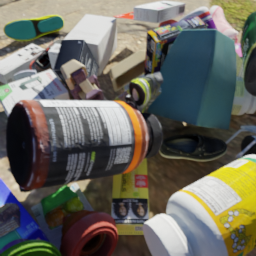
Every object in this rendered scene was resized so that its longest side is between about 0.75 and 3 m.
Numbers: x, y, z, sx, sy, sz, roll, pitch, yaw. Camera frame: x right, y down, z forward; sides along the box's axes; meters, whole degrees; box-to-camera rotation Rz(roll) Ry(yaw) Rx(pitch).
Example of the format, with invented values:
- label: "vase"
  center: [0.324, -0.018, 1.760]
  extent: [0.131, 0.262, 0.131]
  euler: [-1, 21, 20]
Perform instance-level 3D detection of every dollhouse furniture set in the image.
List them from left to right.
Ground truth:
- label: "dollhouse furniture set"
  center: [-0.025, -1.122, 7.733]
  extent: [2.747, 2.177, 1.950]
  euler: [-33, 71, -9]

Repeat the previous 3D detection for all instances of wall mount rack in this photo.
- label: "wall mount rack"
  center: [3.219, 0.329, 7.161]
  extent: [1.424, 0.611, 1.639]
  euler: [-3, 8, -6]

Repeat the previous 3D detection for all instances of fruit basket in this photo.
- label: "fruit basket"
  center: [-1.312, 1.930, 6.022]
  extent: [1.116, 0.565, 1.205]
  euler: [-29, 69, -23]

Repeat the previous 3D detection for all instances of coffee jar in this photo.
- label: "coffee jar"
  center: [3.815, -2.090, 7.760]
  extent: [1.197, 1.463, 2.806]
  euler: [8, 42, 12]

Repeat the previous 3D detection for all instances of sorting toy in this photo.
- label: "sorting toy"
  center: [-1.369, 2.206, 5.028]
  extent: [2.417, 1.452, 0.992]
  euler: [-7, 24, -36]

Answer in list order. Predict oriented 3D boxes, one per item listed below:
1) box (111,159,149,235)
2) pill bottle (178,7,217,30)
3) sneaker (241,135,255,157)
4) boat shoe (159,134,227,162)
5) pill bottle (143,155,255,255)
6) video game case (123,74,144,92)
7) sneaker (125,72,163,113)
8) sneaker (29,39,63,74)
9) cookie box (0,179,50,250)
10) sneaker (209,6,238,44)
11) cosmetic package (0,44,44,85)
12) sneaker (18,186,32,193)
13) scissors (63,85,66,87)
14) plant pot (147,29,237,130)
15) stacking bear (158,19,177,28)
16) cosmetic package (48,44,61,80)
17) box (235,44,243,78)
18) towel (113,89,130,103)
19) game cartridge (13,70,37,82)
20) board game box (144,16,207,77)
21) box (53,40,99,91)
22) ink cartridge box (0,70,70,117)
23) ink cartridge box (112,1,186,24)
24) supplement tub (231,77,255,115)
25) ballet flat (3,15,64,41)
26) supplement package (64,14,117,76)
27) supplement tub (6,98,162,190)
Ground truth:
- label: "box"
  center: [0.055, 1.305, 6.504]
  extent: [0.842, 0.561, 2.237]
  euler: [1, 46, 1]
- label: "pill bottle"
  center: [2.584, -2.960, 9.621]
  extent: [1.149, 1.149, 2.044]
  euler: [-31, 98, -27]
- label: "sneaker"
  center: [3.769, 0.988, 6.814]
  extent: [1.220, 0.800, 2.120]
  euler: [-12, 54, -23]
- label: "boat shoe"
  center: [1.653, 0.427, 7.047]
  extent: [1.728, 0.573, 0.646]
  euler: [3, 59, 6]
- label: "pill bottle"
  center: [1.726, 1.723, 5.384]
  extent: [2.739, 1.545, 1.545]
  euler: [-22, 50, -19]
- label: "video game case"
  center: [0.616, -1.623, 9.472]
  extent: [1.642, 0.373, 1.488]
  euler: [-4, 48, -6]
- label: "sneaker"
  center: [0.413, -0.745, 6.682]
  extent: [0.726, 1.794, 0.663]
  euler: [-30, 84, -13]
- label: "sneaker"
  center: [-2.695, -2.594, 10.013]
  extent: [0.739, 0.786, 1.919]
  euler: [41, 57, -18]
- label: "cookie box"
  center: [-2.941, 2.055, 5.436]
  extent: [1.900, 0.835, 2.222]
  euler: [-35, 48, -29]
- label: "sneaker"
  center: [3.636, -3.756, 11.113]
  extent: [1.540, 1.109, 2.946]
  euler: [21, 52, 16]
- label: "cosmetic package"
  center: [-3.899, -2.333, 10.112]
  extent: [0.800, 0.491, 1.939]
  euler: [26, 51, 24]
- label: "sneaker"
  center: [-1.624, 0.829, 6.292]
  extent: [0.903, 0.756, 2.041]
  euler: [10, 20, 11]
- label: "scissors"
  center: [-2.292, -1.423, 9.503]
  extent: [1.223, 0.085, 0.448]
  euler: [-34, 54, -27]
- label: "plant pot"
  center: [1.777, -1.258, 7.197]
  extent: [1.598, 2.261, 1.598]
  euler: [4, 10, -45]
- label: "stacking bear"
  center: [1.310, -3.062, 10.450]
  extent: [1.077, 1.150, 1.894]
  euler: [37, 59, -19]
- label: "cosmetic package"
  center: [-2.349, -2.237, 9.583]
  extent: [0.390, 1.094, 0.555]
  euler: [10, 45, 10]
- label: "box"
  center: [4.500, -1.977, 9.425]
  extent: [1.759, 0.967, 2.000]
  euler: [-5, 46, -5]
- label: "towel"
  center: [0.094, -0.829, 7.999]
  extent: [0.992, 0.712, 0.113]
  euler: [-30, 51, 16]
- label: "game cartridge"
  center: [-3.362, -1.639, 9.301]
  extent: [0.788, 0.525, 0.164]
  euler: [-9, 30, 9]
- label: "board game box"
  center: [1.305, -2.098, 8.195]
  extent: [1.614, 1.952, 0.554]
  euler: [-23, 59, -16]
- label: "box"
  center: [-1.554, -1.850, 8.702]
  extent: [0.776, 1.488, 1.101]
  euler: [4, 69, 15]
- label: "ink cartridge box"
  center: [-2.832, -0.879, 8.447]
  extent: [1.796, 0.755, 1.311]
  euler: [-27, 56, -23]
- label: "ink cartridge box"
  center: [0.814, -4.409, 10.477]
  extent: [1.928, 0.484, 2.221]
  euler: [21, 36, 27]
- label: "supplement tub"
  center: [2.950, -0.971, 8.324]
  extent: [1.554, 1.127, 1.127]
  euler: [7, 46, 6]
- label: "ballet flat"
  center: [-3.974, -4.245, 11.876]
  extent: [2.543, 0.850, 0.852]
  euler: [-21, 28, -23]
- label: "supplement package"
  center: [-1.296, -3.088, 10.303]
  extent: [1.270, 1.255, 2.095]
  euler: [12, 47, 11]
- label: "supplement tub"
  center: [-0.722, 0.241, 5.635]
  extent: [2.987, 1.598, 1.598]
  euler: [-2, 40, -38]
